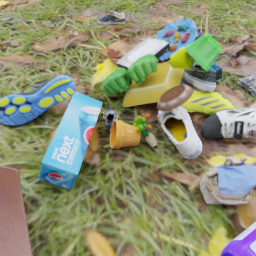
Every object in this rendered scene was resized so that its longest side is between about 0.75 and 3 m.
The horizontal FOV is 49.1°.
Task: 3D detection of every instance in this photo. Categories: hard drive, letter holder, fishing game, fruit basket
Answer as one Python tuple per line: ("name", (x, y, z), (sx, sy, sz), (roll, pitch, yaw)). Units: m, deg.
("hard drive", (0.537, -2.573, 9.968), (1.657, 0.313, 1.158), (-42, 43, -13))
("letter holder", (-2.975, 1.842, 5.064), (1.794, 1.269, 2.523), (24, 21, -39))
("fishing game", (1.660, -3.384, 10.535), (2.757, 0.428, 1.974), (-4, 62, 37))
("fruit basket", (1.959, -2.063, 8.232), (1.069, 1.482, 1.482), (46, 56, 1))

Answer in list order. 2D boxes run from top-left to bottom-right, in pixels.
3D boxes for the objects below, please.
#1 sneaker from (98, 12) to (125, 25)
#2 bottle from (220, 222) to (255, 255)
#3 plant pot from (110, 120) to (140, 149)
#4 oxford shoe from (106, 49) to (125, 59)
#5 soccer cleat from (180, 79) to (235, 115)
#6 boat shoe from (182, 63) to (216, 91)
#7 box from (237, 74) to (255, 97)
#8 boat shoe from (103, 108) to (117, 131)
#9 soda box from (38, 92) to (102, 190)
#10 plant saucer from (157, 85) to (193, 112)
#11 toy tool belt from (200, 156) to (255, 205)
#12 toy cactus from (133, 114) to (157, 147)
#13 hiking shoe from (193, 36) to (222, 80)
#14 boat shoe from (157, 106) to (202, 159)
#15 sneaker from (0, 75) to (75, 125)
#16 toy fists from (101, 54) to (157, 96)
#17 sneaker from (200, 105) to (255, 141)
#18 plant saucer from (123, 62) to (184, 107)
("sneaker", (-0.794, -5.241, 13.334), (1.276, 0.507, 0.501), (-3, 47, -1))
("bottle", (3.024, 2.185, 5.726), (2.522, 1.054, 0.823), (-25, 51, -23))
("plant pot", (-0.070, 0.212, 7.905), (0.726, 0.793, 0.793), (7, 44, -16))
("oxford shoe", (-0.473, -2.788, 10.742), (0.971, 0.358, 0.344), (33, 95, 44))
("soccer cleat", (2.098, -0.799, 8.938), (2.535, 0.820, 1.060), (27, 72, 22))
("boat shoe", (2.358, -1.767, 9.189), (0.756, 0.744, 2.099), (9, 19, -17))
("box", (4.407, -1.518, 9.898), (0.685, 0.216, 0.868), (-21, 49, -19))
("boat shoe", (-0.550, -0.319, 8.594), (0.389, 0.321, 1.040), (-19, 40, 11))
("soda box", (-1.486, 0.249, 7.564), (0.885, 0.837, 2.608), (21, 47, -9))
("plant saucer", (1.205, -0.837, 7.442), (1.064, 0.195, 1.064), (-29, 24, 14))
("toy tool belt", (2.620, 1.192, 6.663), (1.743, 1.071, 1.088), (-10, 47, -9))
("toy cactus", (0.537, 0.083, 8.017), (0.593, 1.160, 0.957), (-34, 88, -3))
("hiking shoe", (2.535, -2.744, 10.393), (1.010, 1.177, 2.715), (-20, 48, -15))
("boat shoe", (1.225, -0.204, 7.820), (0.865, 0.999, 2.342), (-33, 38, 16))
("sneaker", (-2.933, -0.869, 8.871), (2.679, 0.950, 1.110), (-27, 15, -10))
("toy fists", (0.043, -1.656, 8.897), (1.996, 0.686, 1.017), (-22, 15, 22))
("sneaker", (3.156, -0.074, 7.884), (2.176, 0.806, 0.963), (-16, 29, -7))
("plant saucer", (0.798, -1.553, 9.272), (1.877, 0.455, 1.877), (-7, 41, 28))
